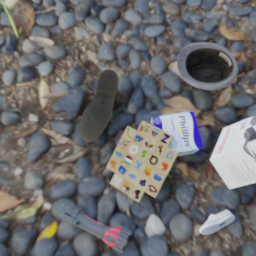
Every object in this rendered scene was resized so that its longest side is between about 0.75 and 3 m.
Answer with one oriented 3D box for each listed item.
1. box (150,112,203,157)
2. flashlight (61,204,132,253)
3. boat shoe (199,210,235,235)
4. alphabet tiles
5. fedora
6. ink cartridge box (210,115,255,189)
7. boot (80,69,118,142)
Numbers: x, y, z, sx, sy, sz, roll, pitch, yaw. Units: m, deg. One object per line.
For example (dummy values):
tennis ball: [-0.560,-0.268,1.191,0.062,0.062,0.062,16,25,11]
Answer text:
box: [1.675,0.264,9.867,1.528,0.801,1.405,-9,72,-3]
flashlight: [-0.995,3.154,8.973,2.197,0.744,0.747,24,51,13]
boat shoe: [2.831,3.049,9.159,1.244,0.441,0.434,-25,32,-7]
alphabet tiles: [0.427,1.099,9.440,2.060,0.078,2.476,27,89,25]
fedora: [2.896,-2.156,10.578,2.231,1.007,1.973,-1,71,1]
ink cartridge box: [4.172,0.416,8.277,1.228,2.934,2.129,54,40,-8]
boot: [-0.929,-0.720,10.196,0.978,1.003,2.657,21,88,8]
